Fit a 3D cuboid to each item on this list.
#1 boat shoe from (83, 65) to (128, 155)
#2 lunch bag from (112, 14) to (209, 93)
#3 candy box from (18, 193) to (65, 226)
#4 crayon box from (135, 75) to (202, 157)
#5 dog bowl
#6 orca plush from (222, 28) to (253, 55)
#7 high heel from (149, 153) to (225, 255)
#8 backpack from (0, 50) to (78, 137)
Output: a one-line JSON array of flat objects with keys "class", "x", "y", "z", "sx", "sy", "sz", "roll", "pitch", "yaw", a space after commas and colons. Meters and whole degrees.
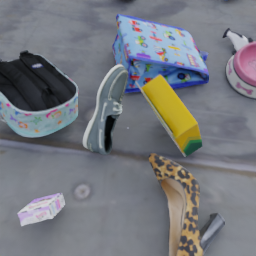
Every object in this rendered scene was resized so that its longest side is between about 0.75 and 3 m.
[{"class": "boat shoe", "x": -0.397, "y": -0.403, "z": 6.996, "sx": 0.707, "sy": 0.833, "sz": 2.288, "roll": 28, "pitch": 100, "yaw": 31}, {"class": "lunch bag", "x": 1.154, "y": -2.369, "z": 8.870, "sx": 2.945, "sy": 1.385, "sz": 2.217, "roll": -2, "pitch": 52, "yaw": -13}, {"class": "candy box", "x": -1.853, "y": 1.752, "z": 6.091, "sx": 0.706, "sy": 0.841, "sz": 0.301, "roll": -15, "pitch": 93, "yaw": 6}, {"class": "crayon box", "x": 1.041, "y": -0.250, "z": 6.525, "sx": 0.588, "sy": 2.279, "sz": 1.433, "roll": -34, "pitch": 67, "yaw": 6}, {"class": "dog bowl", "x": 3.993, "y": -1.820, "z": 8.546, "sx": 1.845, "sy": 0.680, "sz": 1.845, "roll": -1, "pitch": 66, "yaw": 3}, {"class": "orca plush", "x": 3.862, "y": -2.842, "z": 9.701, "sx": 1.372, "sy": 0.488, "sz": 0.722, "roll": 42, "pitch": 109, "yaw": 29}, {"class": "high heel", "x": 0.869, "y": 1.704, "z": 5.956, "sx": 1.640, "sy": 0.822, "sz": 2.301, "roll": -34, "pitch": 77, "yaw": -33}, {"class": "backpack", "x": -2.410, "y": -0.754, "z": 7.300, "sx": 2.211, "sy": 1.665, "sz": 1.963, "roll": 35, "pitch": 47, "yaw": 27}]
